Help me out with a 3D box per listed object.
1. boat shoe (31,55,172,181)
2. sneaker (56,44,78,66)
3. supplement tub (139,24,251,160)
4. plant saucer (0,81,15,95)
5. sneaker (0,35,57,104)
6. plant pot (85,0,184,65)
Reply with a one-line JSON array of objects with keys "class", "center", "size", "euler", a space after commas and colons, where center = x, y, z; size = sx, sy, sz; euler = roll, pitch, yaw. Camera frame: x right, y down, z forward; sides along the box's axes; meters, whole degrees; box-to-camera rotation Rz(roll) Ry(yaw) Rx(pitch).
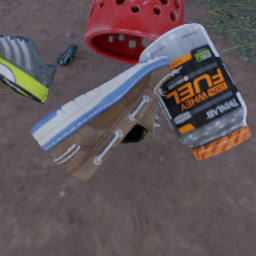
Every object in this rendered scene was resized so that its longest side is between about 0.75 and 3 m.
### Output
[{"class": "boat shoe", "center": [-0.091, -0.247, 4.521], "size": [2.957, 1.068, 1.070], "euler": [-38, 99, -39]}, {"class": "sneaker", "center": [-2.356, -2.920, 11.297], "size": [0.476, 0.453, 1.201], "euler": [30, 61, 10]}, {"class": "supplement tub", "center": [1.452, -0.730, 6.032], "size": [1.577, 1.577, 2.574], "euler": [-26, 85, -21]}, {"class": "plant saucer", "center": [-3.580, -1.428, 7.955], "size": [1.021, 0.150, 1.021], "euler": [8, 67, -19]}, {"class": "sneaker", "center": [-2.392, -1.475, 5.379], "size": [0.890, 2.408, 0.975], "euler": [12, 69, 41]}, {"class": "plant pot", "center": [0.316, -3.291, 7.866], "size": [2.705, 2.705, 2.463], "euler": [10, 89, 9]}]
